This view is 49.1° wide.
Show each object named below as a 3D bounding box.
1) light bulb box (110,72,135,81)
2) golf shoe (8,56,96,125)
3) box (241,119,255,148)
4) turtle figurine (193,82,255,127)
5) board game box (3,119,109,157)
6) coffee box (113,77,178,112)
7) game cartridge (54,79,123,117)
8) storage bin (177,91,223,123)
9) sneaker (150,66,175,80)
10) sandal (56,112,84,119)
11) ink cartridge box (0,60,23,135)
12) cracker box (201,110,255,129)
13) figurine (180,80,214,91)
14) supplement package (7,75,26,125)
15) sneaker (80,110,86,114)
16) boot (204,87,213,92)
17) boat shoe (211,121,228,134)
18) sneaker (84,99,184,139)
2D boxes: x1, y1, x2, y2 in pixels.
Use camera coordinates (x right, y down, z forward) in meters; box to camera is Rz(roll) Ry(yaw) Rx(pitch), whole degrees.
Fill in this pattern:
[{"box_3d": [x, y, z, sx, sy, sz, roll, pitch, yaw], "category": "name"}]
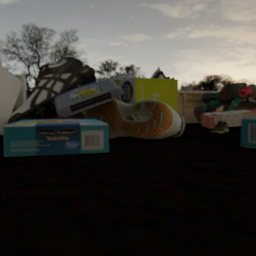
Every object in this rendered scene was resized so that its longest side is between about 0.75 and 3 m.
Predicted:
[{"box_3d": [-0.425, -1.130, 9.973, 1.399, 0.881, 1.411, -7, 37, 46], "category": "light bulb box"}, {"box_3d": [-2.238, -0.989, 7.783, 2.828, 1.336, 1.099, -40, -15, -27], "category": "golf shoe"}, {"box_3d": [3.178, 0.078, 5.173, 2.160, 0.531, 0.889, -3, 5, -28], "category": "box"}, {"box_3d": [3.817, -0.986, 10.138, 2.080, 1.399, 2.779, -34, 16, -36], "category": "turtle figurine"}, {"box_3d": [-1.285, 0.100, 5.220, 1.552, 0.482, 2.055, -1, 5, -13], "category": "board game box"}, {"box_3d": [0.378, -0.611, 7.808, 1.461, 1.459, 1.445, -3, 6, -33], "category": "coffee box"}, {"box_3d": [-0.940, -0.718, 6.389, 1.488, 0.301, 0.992, -21, 24, -11], "category": "game cartridge"}, {"box_3d": [2.358, -0.975, 12.872, 2.884, 1.361, 2.904, 0, 5, -18], "category": "storage bin"}, {"box_3d": [0.884, -1.966, 12.933, 2.869, 1.867, 1.145, 8, 1, -1], "category": "sneaker"}, {"box_3d": [-2.391, -0.231, 9.501, 2.058, 0.755, 0.677, 8, -39, -47], "category": "sandal"}, {"box_3d": [-4.106, -0.846, 7.044, 2.543, 1.635, 1.592, 4, -20, 26], "category": "ink cartridge box"}, {"box_3d": [3.128, -0.289, 8.709, 1.513, 0.436, 1.014, -6, 6, 2], "category": "cracker box"}, {"box_3d": [3.435, -1.394, 13.672, 1.732, 1.690, 0.746, -6, 1, 15], "category": "figurine"}, {"box_3d": [-4.610, -1.028, 10.559, 1.401, 1.846, 1.391, -1, 5, -16], "category": "supplement package"}, {"box_3d": [-2.243, -0.934, 16.335, 2.578, 0.914, 1.068, 9, -1, 44], "category": "sneaker"}, {"box_3d": [3.411, -1.113, 12.585, 0.418, 1.273, 1.049, 22, 19, -23], "category": "boot"}, {"box_3d": [2.481, -0.029, 7.626, 0.343, 0.344, 0.930, 3, 5, 31], "category": "boat shoe"}, {"box_3d": [0.077, -0.122, 6.517, 2.609, 0.987, 1.144, 11, -3, 41], "category": "sneaker"}]
